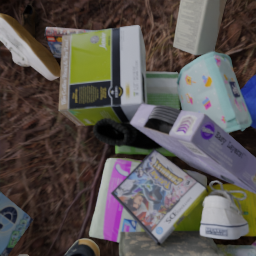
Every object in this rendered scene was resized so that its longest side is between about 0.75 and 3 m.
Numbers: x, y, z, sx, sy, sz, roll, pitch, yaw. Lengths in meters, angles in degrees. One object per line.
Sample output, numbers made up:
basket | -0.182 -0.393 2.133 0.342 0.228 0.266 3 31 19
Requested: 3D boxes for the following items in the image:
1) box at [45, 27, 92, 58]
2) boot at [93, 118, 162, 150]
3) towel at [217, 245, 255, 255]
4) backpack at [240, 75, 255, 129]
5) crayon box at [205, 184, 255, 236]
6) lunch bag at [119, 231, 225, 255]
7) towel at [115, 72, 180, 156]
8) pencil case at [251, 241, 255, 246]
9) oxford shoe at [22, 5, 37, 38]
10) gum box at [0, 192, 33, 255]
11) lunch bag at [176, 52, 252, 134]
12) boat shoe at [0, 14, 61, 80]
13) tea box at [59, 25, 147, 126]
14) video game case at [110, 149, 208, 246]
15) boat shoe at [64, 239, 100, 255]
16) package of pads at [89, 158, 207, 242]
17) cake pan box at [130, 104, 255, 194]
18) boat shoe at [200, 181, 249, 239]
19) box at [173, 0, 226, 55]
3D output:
box | -1.469 -2.366 7.983 1.534 1.050 0.306 5 71 1
boot | 0.125 0.169 6.810 1.735 1.297 0.653 0 81 9
towel | 2.745 3.423 5.839 0.518 2.150 1.841 -8 72 -22
backpack | 3.516 -0.669 7.551 1.096 1.062 1.307 31 76 37
crayon box | 2.890 1.961 6.799 1.931 0.491 1.226 -8 73 26
lunch bag | 0.761 3.422 5.559 1.976 1.417 2.409 0 94 -1
towel | 0.554 -0.426 7.860 1.795 0.369 2.406 2 76 3
pencil case | 3.707 2.674 6.779 1.519 0.649 0.637 -39 113 -8
oxford shoe | -3.072 -3.173 8.501 0.444 0.516 1.223 -1 76 -2
gum box | -2.965 2.208 6.281 0.307 1.380 1.173 8 51 33
lunch bag | 2.015 -0.694 6.705 1.305 2.140 1.823 -17 85 0
boat shoe | -2.953 -2.165 8.131 2.380 0.843 0.825 47 110 2
tea box | -0.571 -1.264 7.242 2.033 1.381 2.066 -3 74 9
video game case | 0.593 1.348 5.849 1.426 0.201 1.578 -45 47 -9
boat shoe | -1.613 3.788 6.342 1.003 0.837 2.688 34 83 8
package of pads | 0.535 1.863 6.900 2.579 0.879 1.992 12 76 2
cake pan box | 1.359 0.361 5.698 2.296 2.115 0.601 34 81 -26
boat shoe | 1.923 1.611 5.722 0.891 2.412 1.028 -3 74 27
box | 1.845 -2.934 7.142 0.744 1.914 0.909 -16 38 -33
